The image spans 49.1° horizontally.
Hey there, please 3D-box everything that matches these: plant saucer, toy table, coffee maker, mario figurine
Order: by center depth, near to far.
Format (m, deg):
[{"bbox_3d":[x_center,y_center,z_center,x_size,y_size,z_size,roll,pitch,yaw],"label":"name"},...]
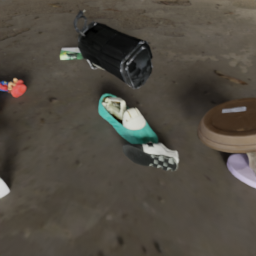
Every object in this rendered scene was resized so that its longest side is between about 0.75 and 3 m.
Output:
[{"bbox_3d":[3.694,0.911,7.512,1.835,1.074,1.687,16,38,19],"label":"toy table"},{"bbox_3d":[3.433,-0.209,8.305,2.800,0.412,2.800,-16,26,8],"label":"plant saucer"},{"bbox_3d":[-4.831,-1.774,11.292,1.576,0.835,0.973,8,37,13],"label":"mario figurine"},{"bbox_3d":[-0.656,-3.101,11.533,2.842,1.914,2.730,33,7,34],"label":"coffee maker"}]

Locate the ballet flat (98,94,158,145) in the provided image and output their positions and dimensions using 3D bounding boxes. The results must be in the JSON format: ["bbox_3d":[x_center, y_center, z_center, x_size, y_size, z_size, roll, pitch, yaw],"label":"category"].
[{"bbox_3d":[-0.120,-0.344,9.251,0.943,0.986,2.801,-28,45,-28],"label":"ballet flat"}]

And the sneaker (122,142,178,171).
[{"bbox_3d":[0.668,0.728,8.209,1.646,0.610,0.728,17,39,7],"label":"sneaker"}]

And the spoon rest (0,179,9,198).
[{"bbox_3d":[-4.361,0.865,7.747,2.984,0.904,1.482,30,46,32],"label":"spoon rest"}]

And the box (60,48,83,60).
[{"bbox_3d":[-2.760,-3.849,14.484,1.410,0.256,1.018,-4,37,-4],"label":"box"}]
